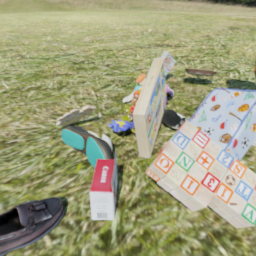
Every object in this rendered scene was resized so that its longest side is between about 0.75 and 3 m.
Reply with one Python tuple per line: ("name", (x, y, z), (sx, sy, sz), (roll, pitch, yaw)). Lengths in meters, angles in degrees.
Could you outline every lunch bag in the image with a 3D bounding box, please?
("lunch bag", (2.768, -0.091, 8.373), (2.601, 0.983, 2.084), (-49, 30, -16))

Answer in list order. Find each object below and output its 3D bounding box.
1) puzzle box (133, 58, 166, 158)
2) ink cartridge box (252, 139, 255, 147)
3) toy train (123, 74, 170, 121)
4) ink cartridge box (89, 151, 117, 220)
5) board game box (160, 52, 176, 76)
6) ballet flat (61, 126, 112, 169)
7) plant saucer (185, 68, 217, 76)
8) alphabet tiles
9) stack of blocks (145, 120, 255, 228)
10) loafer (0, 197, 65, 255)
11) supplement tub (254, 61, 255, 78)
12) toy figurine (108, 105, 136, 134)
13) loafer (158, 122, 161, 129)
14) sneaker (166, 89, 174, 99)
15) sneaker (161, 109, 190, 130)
("puzzle box", (0.778, -0.674, 9.000), (0.360, 1.884, 2.832), (6, 47, 16))
("ink cartridge box", (4.344, 0.045, 9.765), (1.550, 0.582, 1.277), (24, 38, 35))
("toy train", (0.495, -1.395, 11.271), (2.031, 0.752, 2.703), (-34, 25, 1))
("ink cartridge box", (-0.570, 1.347, 6.804), (0.544, 1.139, 1.298), (1, 28, 1))
("board game box", (1.726, -3.017, 14.166), (0.246, 1.437, 0.966), (40, 9, 35))
("ballet flat", (-1.073, 0.502, 8.666), (0.907, 0.901, 2.651), (-13, 31, -39))
("plant saucer", (3.593, -2.759, 13.908), (1.590, 0.255, 1.590), (6, 12, -1))
("alphabet tiles", (-1.860, -0.413, 10.044), (1.430, 0.104, 1.398), (-27, -9, 17))
("stack of blocks", (1.775, 1.163, 6.257), (2.408, 0.705, 1.386), (38, 65, 5))
("loafer", (-2.409, 2.062, 5.894), (2.393, 0.754, 0.860), (-25, 37, -38))
("supplement tub", (5.206, -2.502, 9.549), (1.552, 2.902, 1.552), (7, 0, 0))
("toy figurine", (-0.256, -0.234, 9.526), (0.998, 0.879, 1.666), (-6, 19, -21))
("loafer", (0.915, -0.298, 10.521), (0.449, 0.435, 1.280), (24, 11, -32))
("sneaker", (1.319, -1.667, 12.696), (1.485, 0.562, 0.650), (14, 21, 11))
("sneaker", (1.911, -0.145, 10.142), (1.636, 0.606, 0.724), (32, 1, 40))
